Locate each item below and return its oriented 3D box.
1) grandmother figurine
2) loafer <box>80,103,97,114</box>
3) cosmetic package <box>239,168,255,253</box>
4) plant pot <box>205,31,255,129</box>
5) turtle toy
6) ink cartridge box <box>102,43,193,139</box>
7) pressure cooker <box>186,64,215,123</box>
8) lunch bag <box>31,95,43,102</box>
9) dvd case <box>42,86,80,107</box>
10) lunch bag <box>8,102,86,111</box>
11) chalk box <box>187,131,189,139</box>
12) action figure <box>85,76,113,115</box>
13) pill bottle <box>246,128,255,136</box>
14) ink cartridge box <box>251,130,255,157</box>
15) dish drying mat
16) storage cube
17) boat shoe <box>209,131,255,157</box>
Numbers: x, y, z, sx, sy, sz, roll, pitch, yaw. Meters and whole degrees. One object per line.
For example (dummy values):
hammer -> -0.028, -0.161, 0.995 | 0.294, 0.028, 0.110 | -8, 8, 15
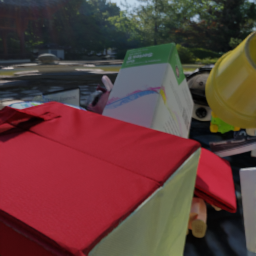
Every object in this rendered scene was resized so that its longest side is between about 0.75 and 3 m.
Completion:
grandmother figurine -> 1.352, 1.506, 5.637 | 0.990, 0.494, 1.632 | 8, 20, 13
loafer -> -1.792, -0.656, 11.944 | 2.158, 0.758, 0.733 | 5, 56, 28
cosmetic package -> 3.102, 1.101, 3.745 | 2.133, 1.311, 2.126 | 2, -12, -18
plant pot -> 4.158, -1.686, 9.039 | 2.789, 2.789, 2.623 | 1, -20, 2
turtle toy -> 3.574, -0.525, 10.489 | 1.118, 1.534, 0.775 | -3, 20, -3
ink cartridge box -> 0.448, -0.057, 5.794 | 1.182, 1.963, 2.702 | -1, 54, 25
pressure cooker -> 3.455, -1.452, 12.299 | 2.341, 2.378, 2.662 | -29, 5, 25
lunch bag -> -3.876, -1.006, 13.193 | 1.431, 0.997, 1.200 | 15, 39, 43
dvd case -> -1.963, -0.384, 8.433 | 1.162, 1.629, 0.143 | -18, 36, -35
lunch bag -> -1.541, 0.412, 6.778 | 2.345, 1.203, 2.918 | -4, 31, -38
chalk box -> 1.033, 0.436, 7.928 | 1.189, 1.183, 1.911 | 0, 16, 0
action figure -> -0.267, -0.664, 10.293 | 2.509, 1.868, 1.681 | 26, 24, -16
pill bottle -> 4.856, -0.042, 10.502 | 0.616, 0.616, 1.098 | 11, 20, 33
ink cartridge box -> 5.079, 0.479, 8.309 | 2.083, 0.873, 1.829 | 15, 23, 41
dish drying mat -> 1.886, 1.043, 6.502 | 1.117, 0.265, 2.908 | 30, 17, 10
storage cube -> -0.779, 1.178, 3.207 | 2.364, 2.630, 2.248 | 16, 22, 28
boat shoe -> 3.151, 0.372, 7.841 | 1.734, 0.588, 0.622 | -19, -6, 27
